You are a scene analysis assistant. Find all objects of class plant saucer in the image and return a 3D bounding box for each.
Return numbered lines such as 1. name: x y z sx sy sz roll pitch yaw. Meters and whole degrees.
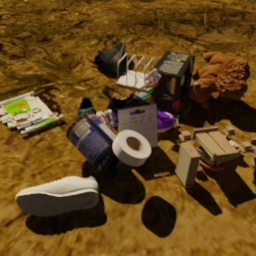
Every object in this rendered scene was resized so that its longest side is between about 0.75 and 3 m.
1. plant saucer: 2.939 1.197 9.869 0.967 0.181 0.967 7 33 -4

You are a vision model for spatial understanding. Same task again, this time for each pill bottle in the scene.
1. pill bottle: -1.053 -0.276 11.471 0.459 0.459 0.838 -17 44 -19
2. pill bottle: -0.921 0.646 9.437 1.273 1.273 2.277 -35 72 -34

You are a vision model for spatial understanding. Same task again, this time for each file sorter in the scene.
1. file sorter: 0.579 -2.753 13.765 2.003 1.247 1.390 15 42 17

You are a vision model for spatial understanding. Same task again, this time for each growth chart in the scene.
1. growth chart: -4.414 -0.653 12.087 2.135 0.262 2.950 -30 48 -29

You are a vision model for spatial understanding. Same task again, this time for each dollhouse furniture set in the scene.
1. dollhouse furniture set: 3.011 0.889 9.636 2.830 1.253 1.467 -7 34 -15

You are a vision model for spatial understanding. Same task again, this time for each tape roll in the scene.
1. tape roll: 0.111 0.603 8.403 1.125 0.393 1.125 21 37 -17

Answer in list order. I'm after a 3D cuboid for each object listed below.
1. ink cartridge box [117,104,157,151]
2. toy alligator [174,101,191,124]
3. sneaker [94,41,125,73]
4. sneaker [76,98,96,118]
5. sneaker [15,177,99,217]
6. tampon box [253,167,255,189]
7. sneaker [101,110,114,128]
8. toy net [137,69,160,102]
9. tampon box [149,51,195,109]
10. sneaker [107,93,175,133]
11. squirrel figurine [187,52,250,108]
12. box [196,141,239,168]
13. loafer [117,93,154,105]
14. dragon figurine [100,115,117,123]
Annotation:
1. ink cartridge box: 0.327 -0.002 10.109 1.445 1.778 0.507 -11 26 -12
2. toy alligator: 2.222 -0.613 11.956 0.475 0.344 1.433 36 57 8
3. sneaker: -0.972 -4.078 15.457 1.554 1.037 2.713 13 47 5
4. sneaker: -1.621 -0.167 10.882 0.899 1.006 2.519 -7 45 -10
5. sneaker: -2.135 2.011 8.591 2.434 0.930 0.980 -1 33 -12
6. tampon box: 5.357 1.703 8.246 2.608 1.646 1.954 7 41 8
7. sneaker: -0.635 -0.320 10.124 0.383 0.930 0.344 -39 62 -7
8. toy net: 0.952 -1.666 11.225 1.125 2.144 0.414 -28 77 -22
9. tampon box: 2.024 -2.256 12.842 1.399 1.660 2.216 16 44 19
10. sneaker: 0.471 -0.653 11.153 2.831 1.408 0.984 7 41 10
11. squirrel figurine: 3.862 -2.017 12.183 2.441 1.851 2.615 -38 28 -27
12. box: 3.255 0.803 10.122 1.620 0.281 0.892 -21 43 -38
13. loafer: 0.290 -1.223 12.435 1.808 0.617 0.684 -1 37 -4
14. dragon figurine: -0.733 -0.396 11.014 0.243 0.410 0.825 -11 43 -44
